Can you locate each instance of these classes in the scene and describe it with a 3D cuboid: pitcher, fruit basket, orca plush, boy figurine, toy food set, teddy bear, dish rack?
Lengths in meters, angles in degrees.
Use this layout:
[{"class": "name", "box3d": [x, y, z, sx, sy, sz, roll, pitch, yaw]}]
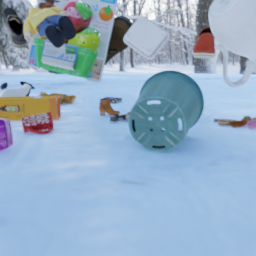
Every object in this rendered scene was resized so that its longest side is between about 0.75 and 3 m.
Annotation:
[{"class": "pitcher", "box3d": [2.927, -2.253, 7.258, 2.312, 1.983, 1.401, 32, 20, -32]}, {"class": "fruit basket", "box3d": [-1.790, -3.005, 8.606, 2.578, 2.783, 1.304, 14, 13, 6]}, {"class": "orca plush", "box3d": [-5.901, -1.551, 14.148, 1.031, 1.525, 2.899, -34, 30, 22]}, {"class": "boy figurine", "box3d": [-2.037, -2.488, 6.783, 1.183, 0.613, 1.902, -41, 43, -13]}, {"class": "toy food set", "box3d": [4.211, -0.233, 10.430, 1.923, 0.303, 1.223, 3, 14, 13]}, {"class": "teddy bear", "box3d": [-3.908, -1.632, 15.211, 2.194, 0.732, 1.590, -2, 12, -10]}, {"class": "dish rack", "box3d": [0.454, -2.405, 7.362, 1.055, 0.905, 0.230, 40, 4, 16]}]

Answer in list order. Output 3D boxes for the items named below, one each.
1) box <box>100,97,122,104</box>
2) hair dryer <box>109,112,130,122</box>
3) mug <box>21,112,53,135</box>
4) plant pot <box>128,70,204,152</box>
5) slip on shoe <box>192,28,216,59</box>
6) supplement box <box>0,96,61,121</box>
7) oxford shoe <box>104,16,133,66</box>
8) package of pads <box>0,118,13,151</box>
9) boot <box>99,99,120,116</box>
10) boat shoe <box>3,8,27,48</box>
[{"class": "box", "box3d": [-0.973, -1.586, 16.033, 0.969, 0.243, 0.976, 4, 15, 21]}, {"class": "hair dryer", "box3d": [0.005, -0.530, 11.378, 1.597, 0.434, 1.216, 0, 13, -2]}, {"class": "mug", "box3d": [-3.057, -0.146, 9.453, 0.973, 0.649, 0.863, -9, 15, -22]}, {"class": "plant pot", "box3d": [1.026, -0.434, 8.078, 2.103, 2.103, 2.060, 5, 22, 18]}, {"class": "slip on shoe", "box3d": [2.770, -3.039, 10.088, 0.822, 0.679, 2.218, 6, 37, 17]}, {"class": "supplement box", "box3d": [-4.253, -0.810, 11.438, 2.840, 0.945, 0.977, -1, 14, -8]}, {"class": "oxford shoe", "box3d": [-0.708, -2.737, 9.672, 2.727, 0.991, 1.151, -34, 20, 54]}, {"class": "package of pads", "box3d": [-4.496, 0.160, 7.640, 2.362, 0.894, 1.423, 8, 19, 29]}, {"class": "boot", "box3d": [-0.815, -0.910, 12.274, 0.937, 0.727, 0.359, 0, 14, 2]}, {"class": "boat shoe", "box3d": [-4.413, -4.066, 11.013, 0.736, 1.975, 0.724, -16, -22, -29]}]
